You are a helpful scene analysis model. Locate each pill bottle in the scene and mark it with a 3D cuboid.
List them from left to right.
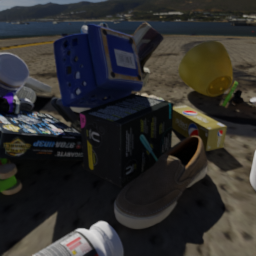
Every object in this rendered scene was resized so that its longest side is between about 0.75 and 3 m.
[{"bbox_3d":[-3.937,-1.340,8.574,1.871,1.083,1.083,-32,2,36],"label":"pill bottle"},{"bbox_3d":[-0.749,1.842,3.741,1.313,0.760,0.760,-20,30,-39],"label":"pill bottle"}]

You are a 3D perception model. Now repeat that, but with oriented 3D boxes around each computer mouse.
[{"bbox_3d":[-3.379,-0.546,8.410,1.428,0.313,0.783,-26,-33,26],"label":"computer mouse"},{"bbox_3d":[5.293,-1.110,11.039,2.272,0.498,1.246,11,24,24],"label":"computer mouse"}]

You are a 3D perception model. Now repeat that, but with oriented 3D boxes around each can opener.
[{"bbox_3d":[-1.650,-0.421,8.241,0.418,1.569,0.524,7,58,29],"label":"can opener"}]

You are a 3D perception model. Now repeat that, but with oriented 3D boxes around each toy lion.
[{"bbox_3d":[-3.352,1.027,6.025,1.660,0.595,1.732,-20,30,-28],"label":"toy lion"},{"bbox_3d":[3.838,-1.300,10.529,0.306,0.854,0.891,29,45,9],"label":"toy lion"}]

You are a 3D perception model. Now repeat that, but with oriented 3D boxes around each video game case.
[{"bbox_3d":[-4.815,-1.776,11.202,2.480,0.312,2.725,0,-3,10],"label":"video game case"}]

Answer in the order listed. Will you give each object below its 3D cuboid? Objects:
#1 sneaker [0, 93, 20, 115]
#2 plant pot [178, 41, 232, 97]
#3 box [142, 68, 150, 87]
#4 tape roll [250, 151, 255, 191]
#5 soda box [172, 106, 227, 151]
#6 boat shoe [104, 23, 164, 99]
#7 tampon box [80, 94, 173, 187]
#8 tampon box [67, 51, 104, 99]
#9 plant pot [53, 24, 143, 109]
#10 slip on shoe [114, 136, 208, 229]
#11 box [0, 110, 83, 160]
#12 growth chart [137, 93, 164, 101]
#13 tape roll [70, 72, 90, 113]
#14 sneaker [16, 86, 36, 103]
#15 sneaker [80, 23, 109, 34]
[{"bbox_3d":[-3.249,-0.703,7.392,0.576,0.402,1.158,5,17,-33],"label":"sneaker"},{"bbox_3d":[3.570,-2.326,12.198,2.310,2.310,1.640,-7,50,-15],"label":"plant pot"},{"bbox_3d":[-0.033,-2.005,10.257,1.539,0.632,0.526,11,28,-10],"label":"box"},{"bbox_3d":[3.606,0.995,5.860,1.917,0.671,1.917,-1,23,0],"label":"tape roll"},{"bbox_3d":[1.986,-0.053,8.333,0.624,0.660,1.950,-10,25,-22],"label":"soda box"},{"bbox_3d":[0.140,-1.956,9.224,0.932,2.876,1.034,35,23,8],"label":"boat shoe"},{"bbox_3d":[0.010,0.177,6.697,1.249,1.483,1.978,17,28,37],"label":"tampon box"},{"bbox_3d":[-1.478,-2.737,12.696,2.890,2.166,1.825,17,28,34],"label":"tampon box"},{"bbox_3d":[-0.705,-1.614,7.550,1.669,1.856,1.856,-17,-9,41],"label":"plant pot"},{"bbox_3d":[0.779,0.965,5.691,1.062,0.846,2.792,21,31,40],"label":"slip on shoe"},{"bbox_3d":[-2.533,0.082,7.173,2.071,0.599,2.606,7,12,-41],"label":"box"},{"bbox_3d":[0.766,-1.106,11.459,1.916,0.170,1.386,20,29,39],"label":"growth chart"},{"bbox_3d":[-1.403,-1.487,9.842,0.723,2.067,2.067,15,24,1],"label":"tape roll"},{"bbox_3d":[-4.979,-1.299,10.805,2.802,1.036,1.148,-3,27,-9],"label":"sneaker"},{"bbox_3d":[-1.045,-3.465,10.176,0.704,0.814,1.879,-16,44,-41],"label":"sneaker"}]
